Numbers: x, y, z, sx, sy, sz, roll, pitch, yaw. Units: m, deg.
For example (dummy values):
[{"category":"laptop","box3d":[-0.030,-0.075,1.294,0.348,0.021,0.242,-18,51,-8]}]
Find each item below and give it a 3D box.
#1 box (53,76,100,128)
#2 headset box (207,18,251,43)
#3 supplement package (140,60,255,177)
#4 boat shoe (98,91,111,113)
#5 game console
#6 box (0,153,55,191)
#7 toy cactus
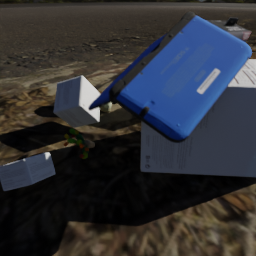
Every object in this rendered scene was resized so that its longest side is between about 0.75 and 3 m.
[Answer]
[{"category":"box","box3d":[-1.461,-0.741,8.177,0.903,1.054,1.049,-12,60,22]},{"category":"headset box","box3d":[3.065,-2.569,9.990,1.035,2.760,2.051,38,37,27]},{"category":"supplement package","box3d":[1.814,-0.370,6.856,2.912,2.210,2.194,2,29,4]},{"category":"boat shoe","box3d":[-1.467,-1.010,9.560,1.935,0.606,0.709,17,27,21]},{"category":"game console","box3d":[0.782,-0.998,6.014,2.318,1.607,2.716,37,69,14]},{"category":"box","box3d":[-2.090,0.892,5.804,0.781,0.511,0.777,-16,0,23]},{"category":"toy cactus","box3d":[-1.198,0.440,7.221,0.796,0.493,0.964,15,25,-52]}]
